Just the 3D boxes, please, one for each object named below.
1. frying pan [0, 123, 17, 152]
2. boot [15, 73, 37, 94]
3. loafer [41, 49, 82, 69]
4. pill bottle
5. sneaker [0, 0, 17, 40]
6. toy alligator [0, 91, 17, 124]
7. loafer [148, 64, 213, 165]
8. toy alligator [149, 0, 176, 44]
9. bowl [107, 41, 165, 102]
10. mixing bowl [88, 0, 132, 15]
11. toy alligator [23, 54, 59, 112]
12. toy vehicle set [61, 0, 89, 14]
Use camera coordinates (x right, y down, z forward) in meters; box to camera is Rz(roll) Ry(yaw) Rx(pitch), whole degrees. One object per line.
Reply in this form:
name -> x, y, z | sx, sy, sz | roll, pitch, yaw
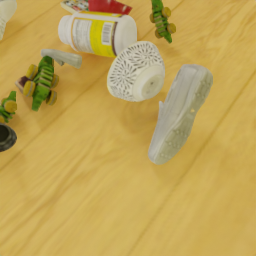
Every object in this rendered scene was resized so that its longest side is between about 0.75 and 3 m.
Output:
frying pan -> -3.238, 0.014, 6.414 | 0.977, 1.615, 0.263 | -22, 48, -5
boot -> -2.749, -1.293, 7.872 | 0.731, 0.318, 0.879 | -31, 41, -19
loafer -> -1.879, -1.946, 7.844 | 1.172, 0.409, 0.410 | 14, 15, 4
pill bottle -> -0.933, -2.782, 8.285 | 2.182, 1.192, 1.192 | 15, 58, 22
sneaker -> -4.353, -3.171, 8.921 | 0.916, 0.945, 2.588 | 33, 72, 9
toy alligator -> -3.366, -0.152, 7.181 | 1.845, 0.443, 0.611 | -52, 36, -9
loafer -> 1.109, -0.331, 6.673 | 0.875, 0.876, 2.506 | 30, 93, 42
toy alligator -> 0.923, -3.483, 8.560 | 0.630, 1.901, 0.457 | -9, 19, 43
bowl -> 0.373, -1.243, 7.085 | 1.684, 1.684, 0.790 | -31, 55, -18
mixing bowl -> -0.700, -3.801, 9.116 | 1.513, 0.820, 1.513 | 20, 22, -8
toy alligator -> -2.322, -1.524, 7.762 | 0.820, 0.594, 2.473 | 21, 47, -33
toy vehicle set -> -1.622, -4.310, 9.977 | 1.356, 0.180, 0.842 | 36, 64, 21
